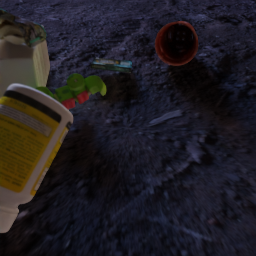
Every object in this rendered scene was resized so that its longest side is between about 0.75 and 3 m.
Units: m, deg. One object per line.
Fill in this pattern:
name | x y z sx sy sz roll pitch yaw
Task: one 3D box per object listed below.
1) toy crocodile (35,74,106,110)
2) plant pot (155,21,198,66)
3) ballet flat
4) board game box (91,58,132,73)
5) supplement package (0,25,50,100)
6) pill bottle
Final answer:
toy crocodile | -1.923 -0.863 8.264 2.630 0.888 0.812 -23 68 -8
plant pot | 2.055 -3.558 11.351 1.643 1.643 1.598 10 31 13
ballet flat | -3.560 -3.000 8.478 2.479 0.892 0.892 27 46 29
board game box | -0.599 -2.346 10.426 1.454 0.205 0.983 6 27 0
supplement package | -3.685 -2.152 9.368 1.667 1.673 2.852 -2 38 -6
pill bottle | -2.255 0.563 5.440 1.448 1.448 2.534 19 73 22
